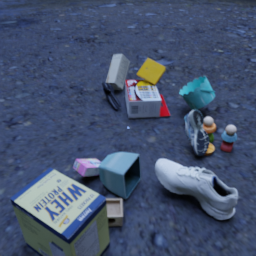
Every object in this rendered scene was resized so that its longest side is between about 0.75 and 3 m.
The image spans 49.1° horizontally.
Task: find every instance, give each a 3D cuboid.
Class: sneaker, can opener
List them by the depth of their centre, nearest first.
[{"bbox_3d":[1.957,1.515,8.057,2.578,1.123,0.960,27,48,20],"label":"sneaker"},{"bbox_3d":[2.435,0.226,10.170,0.649,0.722,1.672,3,75,-29],"label":"sneaker"},{"bbox_3d":[-0.797,-1.438,12.980,0.645,0.520,1.641,10,43,-47],"label":"can opener"}]

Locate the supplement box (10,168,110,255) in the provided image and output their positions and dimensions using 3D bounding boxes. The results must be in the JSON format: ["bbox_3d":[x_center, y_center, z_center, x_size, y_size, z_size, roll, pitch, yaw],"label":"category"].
[{"bbox_3d":[-1.545,2.294,6.699,1.837,1.835,1.233,21,40,27],"label":"supplement box"}]

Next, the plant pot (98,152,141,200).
[{"bbox_3d":[-0.310,1.359,8.653,1.055,1.036,1.033,14,37,26],"label":"plant pot"}]

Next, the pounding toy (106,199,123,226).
[{"bbox_3d":[-0.667,2.438,7.668,1.025,0.469,0.900,0,35,-3],"label":"pounding toy"}]

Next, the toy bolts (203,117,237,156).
[{"bbox_3d":[3.226,0.306,10.216,1.407,0.976,1.344,12,40,18],"label":"toy bolts"}]

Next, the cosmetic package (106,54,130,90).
[{"bbox_3d":[-0.510,-2.790,14.043,0.566,0.837,1.591,6,74,33],"label":"cosmetic package"}]

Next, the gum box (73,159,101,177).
[{"bbox_3d":[-1.213,1.277,9.109,0.559,0.326,0.985,30,15,36],"label":"gum box"}]

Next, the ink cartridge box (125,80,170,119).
[{"bbox_3d":[0.849,-1.370,12.727,1.854,0.886,2.112,-3,35,-5],"label":"ink cartridge box"}]

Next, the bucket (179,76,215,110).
[{"bbox_3d":[2.995,-1.486,12.065,1.399,0.910,1.399,-34,16,11],"label":"bucket"}]

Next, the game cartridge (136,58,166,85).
[{"bbox_3d":[1.083,-2.604,12.968,1.091,0.177,0.962,35,89,23],"label":"game cartridge"}]
